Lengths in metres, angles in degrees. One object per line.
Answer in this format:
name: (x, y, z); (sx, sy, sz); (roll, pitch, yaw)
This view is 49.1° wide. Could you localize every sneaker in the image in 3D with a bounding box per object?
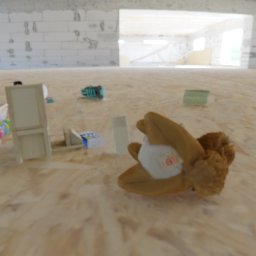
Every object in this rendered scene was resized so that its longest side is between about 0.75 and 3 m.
sneaker: (-2.326, -2.264, 18.219); (1.225, 1.042, 2.686); (-15, 14, -22)

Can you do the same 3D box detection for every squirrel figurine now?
squirrel figurine: (1.294, 0.679, 7.133); (2.637, 1.866, 2.461); (17, 8, 8)

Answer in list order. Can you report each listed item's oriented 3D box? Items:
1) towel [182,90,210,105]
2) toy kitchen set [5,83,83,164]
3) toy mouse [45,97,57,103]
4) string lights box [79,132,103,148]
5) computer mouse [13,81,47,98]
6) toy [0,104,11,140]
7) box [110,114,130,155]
towel: (3.921, -1.750, 16.200); (1.465, 1.087, 0.267); (2, 49, 3)
toy kitchen set: (-2.550, -0.360, 8.879); (1.985, 2.195, 2.433); (-7, 14, -16)
toy mouse: (-4.924, -1.760, 17.411); (1.169, 0.255, 1.316); (-3, 18, -9)
string lights box: (-1.344, 0.413, 9.875); (0.511, 0.293, 0.994); (-11, 19, -30)
computer mouse: (-5.389, -2.036, 16.037); (0.598, 1.494, 2.725); (0, 14, 21)
toy: (-4.046, 0.336, 8.242); (0.637, 1.554, 2.699); (16, 16, -7)
box: (-0.238, 0.196, 8.869); (0.495, 1.205, 0.412); (-7, 7, -9)
